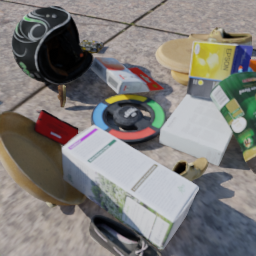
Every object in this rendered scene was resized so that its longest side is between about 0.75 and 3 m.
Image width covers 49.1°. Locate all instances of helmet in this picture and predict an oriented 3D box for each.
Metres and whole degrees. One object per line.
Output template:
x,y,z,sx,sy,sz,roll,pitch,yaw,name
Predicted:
-2.784,-2.985,10.118,2.727,2.727,2.600,-25,43,-26,helmet

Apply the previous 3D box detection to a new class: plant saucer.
-1.995,0.764,6.274,0.466,2.632,2.632,-41,47,6,plant saucer

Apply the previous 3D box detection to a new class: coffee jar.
3.351,-0.133,7.316,1.384,1.132,2.654,-11,66,-25,coffee jar

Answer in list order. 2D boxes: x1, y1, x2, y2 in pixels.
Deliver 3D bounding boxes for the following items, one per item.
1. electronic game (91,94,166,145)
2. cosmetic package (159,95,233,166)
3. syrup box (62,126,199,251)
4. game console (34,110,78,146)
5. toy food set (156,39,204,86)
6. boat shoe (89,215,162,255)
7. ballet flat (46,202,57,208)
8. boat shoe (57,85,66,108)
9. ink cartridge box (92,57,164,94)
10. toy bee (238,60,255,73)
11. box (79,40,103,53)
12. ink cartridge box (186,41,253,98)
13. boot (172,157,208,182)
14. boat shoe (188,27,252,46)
0.010,-0.339,8.674,2.326,0.484,2.326,0,41,0,electronic game
2.231,-0.131,8.342,1.769,0.606,2.346,23,46,21,cosmetic package
-0.072,1.200,6.177,2.840,1.118,1.156,30,44,23,syrup box
-2.025,0.033,7.663,1.145,0.679,0.986,30,50,-27,game console
2.524,-2.811,11.337,2.771,0.681,2.799,-25,47,-26,toy food set
-0.062,2.323,5.630,1.750,0.499,0.585,21,44,22,boat shoe
-1.973,1.462,6.772,0.369,0.431,1.298,-43,42,3,ballet flat
-2.187,-1.043,9.208,0.258,0.763,0.275,5,23,-5,boat shoe
0.076,-1.907,9.940,2.177,0.546,1.765,-14,45,-37,ink cartridge box
3.464,-1.977,9.940,2.917,1.585,1.909,20,51,-24,toy bee
-1.709,-3.707,12.704,0.943,0.233,0.753,11,41,12,box
2.674,-1.672,8.349,1.656,1.637,0.389,11,23,19,ink cartridge box
1.490,0.957,6.744,1.036,0.806,0.377,-36,54,-5,boot
4.080,-3.995,12.497,2.764,0.918,1.023,12,43,14,boat shoe
